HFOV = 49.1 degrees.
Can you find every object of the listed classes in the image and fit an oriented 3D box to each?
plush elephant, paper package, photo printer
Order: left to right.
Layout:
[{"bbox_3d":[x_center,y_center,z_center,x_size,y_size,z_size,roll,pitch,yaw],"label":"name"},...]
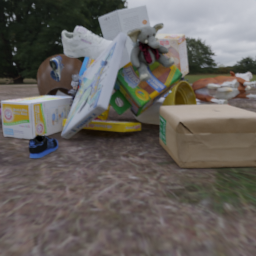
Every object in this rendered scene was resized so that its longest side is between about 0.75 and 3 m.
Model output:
[{"bbox_3d":[0.560,-2.255,7.657,1.201,1.458,1.129,-26,-23,-15],"label":"plush elephant"},{"bbox_3d":[1.740,-0.633,10.675,2.737,0.950,2.277,8,12,38],"label":"photo printer"},{"bbox_3d":[1.872,0.105,6.650,2.034,1.104,2.134,-1,12,-5],"label":"paper package"}]

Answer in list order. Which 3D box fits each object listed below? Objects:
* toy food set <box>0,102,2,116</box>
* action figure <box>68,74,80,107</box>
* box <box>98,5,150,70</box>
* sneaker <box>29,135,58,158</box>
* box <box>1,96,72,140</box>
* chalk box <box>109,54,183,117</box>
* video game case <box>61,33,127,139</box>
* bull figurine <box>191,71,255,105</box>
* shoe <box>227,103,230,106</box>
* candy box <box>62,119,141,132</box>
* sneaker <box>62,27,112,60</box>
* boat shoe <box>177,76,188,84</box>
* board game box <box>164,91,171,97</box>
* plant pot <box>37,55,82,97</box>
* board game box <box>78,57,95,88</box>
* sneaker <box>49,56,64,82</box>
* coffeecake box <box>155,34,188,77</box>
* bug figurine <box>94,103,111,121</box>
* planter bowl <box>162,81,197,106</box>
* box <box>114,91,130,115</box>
[{"bbox_3d":[-5.517,-0.592,10.816,1.564,0.387,2.460,-16,27,-2],"label":"toy food set"},{"bbox_3d":[-1.748,-1.248,9.217,0.409,1.180,0.768,10,44,7],"label":"action figure"},{"bbox_3d":[0.079,-3.314,10.981,1.526,2.454,1.196,-29,22,-35],"label":"box"},{"bbox_3d":[-2.074,0.364,6.956,0.426,0.473,1.214,1,12,7],"label":"sneaker"},{"bbox_3d":[-2.865,-0.410,9.184,1.230,1.109,2.188,5,12,22],"label":"box"},{"bbox_3d":[0.363,-1.309,8.770,2.153,1.339,1.333,-38,-6,-10],"label":"chalk box"},{"bbox_3d":[-0.991,-1.154,7.983,0.283,2.569,2.342,28,-34,-24],"label":"video game case"},{"bbox_3d":[3.512,-1.365,9.674,2.816,0.917,1.709,-14,20,-23],"label":"bull figurine"},{"bbox_3d":[5.154,-1.099,14.401,0.946,0.430,0.338,5,12,24],"label":"shoe"},{"bbox_3d":[-0.855,-0.094,9.050,2.292,0.303,1.172,5,6,26],"label":"candy box"},{"bbox_3d":[-1.273,-2.749,9.073,1.984,0.988,0.743,4,45,14],"label":"sneaker"},{"bbox_3d":[2.156,-1.857,12.316,1.008,2.701,0.841,-27,32,-27],"label":"boat shoe"},{"bbox_3d":[1.998,-1.337,11.191,0.979,0.237,1.295,-2,10,-7],"label":"board game box"},{"bbox_3d":[-3.169,-1.842,13.554,2.717,2.717,2.907,-2,29,-10],"label":"plant pot"},{"bbox_3d":[-1.684,-1.816,11.700,0.578,2.026,2.069,15,-23,-2],"label":"board game box"},{"bbox_3d":[-2.487,-2.091,9.976,0.422,1.094,0.466,31,57,6],"label":"sneaker"},{"bbox_3d":[1.411,-2.424,9.366,1.013,1.319,0.482,17,43,38],"label":"coffeecake box"},{"bbox_3d":[-0.984,-1.281,10.460,0.726,2.188,2.822,9,16,-2],"label":"bug figurine"},{"bbox_3d":[1.489,-0.584,8.528,0.670,1.608,1.608,-5,6,37],"label":"planter bowl"},{"bbox_3d":[0.244,-1.379,10.846,1.514,0.780,2.596,-25,-7,-7],"label":"box"}]
